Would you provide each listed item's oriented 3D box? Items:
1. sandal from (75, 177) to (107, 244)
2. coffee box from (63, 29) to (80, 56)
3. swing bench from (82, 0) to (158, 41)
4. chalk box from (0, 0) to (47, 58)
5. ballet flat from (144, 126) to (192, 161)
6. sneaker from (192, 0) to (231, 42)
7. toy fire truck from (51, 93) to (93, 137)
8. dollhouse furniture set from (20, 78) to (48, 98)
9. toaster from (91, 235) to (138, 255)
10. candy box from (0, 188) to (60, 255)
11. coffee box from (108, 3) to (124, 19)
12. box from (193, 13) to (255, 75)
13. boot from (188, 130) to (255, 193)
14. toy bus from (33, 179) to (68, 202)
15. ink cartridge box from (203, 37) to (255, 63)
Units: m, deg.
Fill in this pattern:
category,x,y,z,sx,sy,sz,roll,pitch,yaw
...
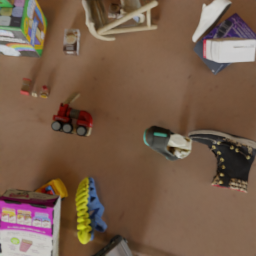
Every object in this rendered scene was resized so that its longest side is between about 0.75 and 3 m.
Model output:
category,x,y,z,sx,sy,sz,roll,pitch,yaw
sandal,-1.265,2.805,9.711,0.948,0.865,2.177,6,70,-30
coffee box,-2.268,-3.427,11.232,0.556,0.388,0.972,1,77,0
swing bench,-0.501,-5.109,10.971,2.710,1.758,2.695,-15,78,2
chalk box,-4.260,-3.975,10.133,1.722,2.759,1.710,6,77,1
ballet flat,1.483,0.589,9.093,0.949,2.774,0.943,1,79,30
sneaker,2.663,-3.704,9.455,0.702,1.659,0.604,51,38,14
toy fire truck,-1.961,-0.551,10.398,1.411,1.031,1.603,11,88,3
dollhouse furniture set,-3.610,-1.504,10.854,1.038,0.422,0.559,12,77,-15
toaster,-0.621,4.544,9.081,1.954,1.110,1.262,-36,82,-10
candy box,-3.131,3.307,8.950,1.732,0.775,2.541,8,108,2
coffee box,-0.372,-4.796,11.564,0.844,0.337,0.477,10,78,2
box,3.767,-3.235,10.879,1.898,0.990,1.405,-37,81,-8
boot,3.267,1.142,9.975,2.491,0.912,1.876,14,80,2
toy bus,-2.815,2.311,9.562,1.210,1.162,0.821,-30,80,-5
ink cartridge box,3.255,-2.569,9.161,1.151,1.585,0.661,-4,111,-2
